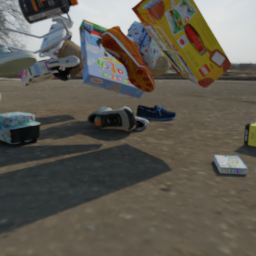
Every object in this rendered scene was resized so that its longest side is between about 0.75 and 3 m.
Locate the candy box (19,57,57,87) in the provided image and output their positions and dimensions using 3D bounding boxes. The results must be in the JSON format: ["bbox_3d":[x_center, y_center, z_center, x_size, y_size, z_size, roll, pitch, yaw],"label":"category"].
[{"bbox_3d":[-3.676,-2.680,12.952,2.276,0.694,1.552,-26,6,-34],"label":"candy box"}]

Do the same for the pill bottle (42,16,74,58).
[{"bbox_3d":[-3.452,-4.446,13.977,1.147,2.068,1.147,21,6,-3],"label":"pill bottle"}]

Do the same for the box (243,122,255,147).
[{"bbox_3d":[4.299,0.307,7.097,0.914,0.609,2.430,-11,16,-42],"label":"box"}]

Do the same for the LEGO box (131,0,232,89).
[{"bbox_3d":[1.503,-2.669,8.138,1.041,2.697,2.008,-41,27,4],"label":"LEGO box"}]

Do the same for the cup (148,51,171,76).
[{"bbox_3d":[1.547,-3.239,13.933,1.366,1.366,0.977,-1,17,-4],"label":"cup"}]

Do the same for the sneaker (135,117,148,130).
[{"bbox_3d":[0.113,-0.189,9.757,1.153,0.404,0.625,8,12,8],"label":"sneaker"}]

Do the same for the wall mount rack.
[{"bbox_3d":[-3.283,-3.385,10.080,2.494,1.070,2.871,-22,36,7],"label":"wall mount rack"}]

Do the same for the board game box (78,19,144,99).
[{"bbox_3d":[-0.563,-2.238,9.023,1.941,2.566,0.469,11,-38,-29],"label":"board game box"}]

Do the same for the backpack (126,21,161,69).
[{"bbox_3d":[0.583,-3.633,12.280,1.593,1.969,2.068,8,-21,14],"label":"backpack"}]

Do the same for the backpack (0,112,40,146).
[{"bbox_3d":[-3.245,0.011,7.998,1.186,0.893,1.053,2,11,33],"label":"backpack"}]

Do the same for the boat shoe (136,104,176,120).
[{"bbox_3d":[1.123,-0.673,11.644,1.711,0.587,0.720,4,13,17],"label":"boat shoe"}]

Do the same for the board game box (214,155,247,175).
[{"bbox_3d":[2.178,0.781,6.014,0.531,0.135,0.790,2,13,8],"label":"board game box"}]

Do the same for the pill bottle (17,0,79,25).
[{"bbox_3d":[-2.407,-3.858,8.611,1.699,0.902,0.902,-16,12,2],"label":"pill bottle"}]

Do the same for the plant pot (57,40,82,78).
[{"bbox_3d":[-2.161,-2.771,11.339,0.692,1.499,1.499,6,13,19],"label":"plant pot"}]

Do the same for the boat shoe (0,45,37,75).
[{"bbox_3d":[-3.815,-2.055,8.314,2.245,0.800,0.783,-12,-9,11],"label":"boat shoe"}]

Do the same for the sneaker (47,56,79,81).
[{"bbox_3d":[-2.242,-2.171,10.468,1.531,0.856,0.559,7,50,35],"label":"sneaker"}]

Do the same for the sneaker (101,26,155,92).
[{"bbox_3d":[0.141,-1.653,6.745,0.668,1.829,0.706,-13,33,46],"label":"sneaker"}]

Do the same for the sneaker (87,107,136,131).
[{"bbox_3d":[-0.556,-0.249,9.531,0.875,0.815,2.206,-22,17,-38],"label":"sneaker"}]
